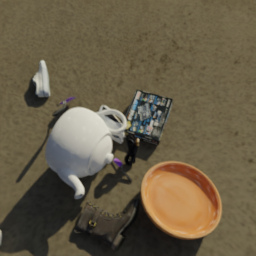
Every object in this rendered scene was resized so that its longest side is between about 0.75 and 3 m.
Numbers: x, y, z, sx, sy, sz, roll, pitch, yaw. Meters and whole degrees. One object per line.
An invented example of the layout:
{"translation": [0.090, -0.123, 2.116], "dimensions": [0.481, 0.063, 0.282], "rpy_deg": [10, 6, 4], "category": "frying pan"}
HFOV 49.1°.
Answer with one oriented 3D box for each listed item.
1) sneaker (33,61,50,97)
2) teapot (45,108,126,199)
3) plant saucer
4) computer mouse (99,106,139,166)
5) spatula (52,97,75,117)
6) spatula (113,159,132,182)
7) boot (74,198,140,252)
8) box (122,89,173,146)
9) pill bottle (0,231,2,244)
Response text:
{"translation": [-4.025, -2.263, 12.820], "dimensions": [0.690, 0.712, 1.950], "rpy_deg": [-8, 62, -9], "category": "sneaker"}
{"translation": [-1.445, 0.672, 10.119], "dimensions": [2.021, 2.731, 2.767], "rpy_deg": [22, 103, 14], "category": "teapot"}
{"translation": [1.815, 2.527, 9.898], "dimensions": [2.908, 0.544, 2.908], "rpy_deg": [7, 48, -8], "category": "plant saucer"}
{"translation": [-0.563, 0.176, 11.202], "dimensions": [0.592, 1.480, 2.699], "rpy_deg": [-25, 54, -27], "category": "computer mouse"}
{"translation": [-2.644, -0.875, 11.388], "dimensions": [0.649, 0.236, 2.297], "rpy_deg": [-26, 19, 13], "category": "spatula"}
{"translation": [-0.181, 1.638, 10.773], "dimensions": [1.109, 0.114, 0.313], "rpy_deg": [56, 29, -3], "category": "spatula"}
{"translation": [-0.730, 3.054, 9.798], "dimensions": [1.809, 0.719, 2.077], "rpy_deg": [24, 68, 21], "category": "boot"}
{"translation": [0.810, -0.482, 11.835], "dimensions": [1.682, 0.487, 2.116], "rpy_deg": [16, 66, 11], "category": "box"}
{"translation": [-5.187, 3.768, 9.344], "dimensions": [1.591, 0.921, 0.921], "rpy_deg": [5, 61, 3], "category": "pill bottle"}
